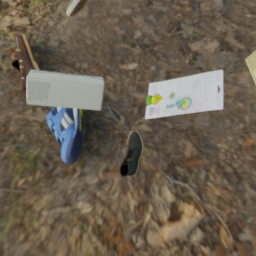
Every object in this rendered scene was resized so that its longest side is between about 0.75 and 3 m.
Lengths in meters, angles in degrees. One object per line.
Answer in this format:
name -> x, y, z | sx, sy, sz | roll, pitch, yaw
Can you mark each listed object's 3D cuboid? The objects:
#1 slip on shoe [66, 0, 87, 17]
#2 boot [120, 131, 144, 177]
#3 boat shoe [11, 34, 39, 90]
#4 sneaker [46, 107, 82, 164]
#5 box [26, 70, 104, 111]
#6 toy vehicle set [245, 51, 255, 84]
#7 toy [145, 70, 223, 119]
slip on shoe -> -1.230, -3.443, 7.088 | 0.404, 0.507, 1.333 | 33, 93, -2
boot -> 0.067, 0.628, 6.740 | 0.434, 0.775, 1.120 | -2, 86, 20
boat shoe -> -3.894, -2.475, 10.397 | 0.876, 0.876, 2.490 | -20, 63, -14
sneaker -> -2.053, 0.033, 9.020 | 1.068, 0.960, 2.597 | -5, 53, -3
box -> -1.774, -1.075, 8.001 | 2.081, 0.855, 0.711 | 5, 27, -11
toy vehicle set -> 2.364, -0.983, 4.873 | 0.102, 0.478, 0.769 | -13, 77, -18
toy -> 1.263, -0.658, 6.301 | 1.726, 0.408, 0.994 | -5, 61, 26
